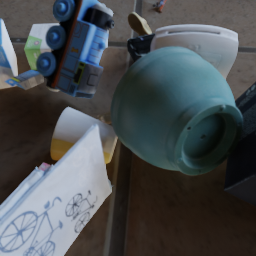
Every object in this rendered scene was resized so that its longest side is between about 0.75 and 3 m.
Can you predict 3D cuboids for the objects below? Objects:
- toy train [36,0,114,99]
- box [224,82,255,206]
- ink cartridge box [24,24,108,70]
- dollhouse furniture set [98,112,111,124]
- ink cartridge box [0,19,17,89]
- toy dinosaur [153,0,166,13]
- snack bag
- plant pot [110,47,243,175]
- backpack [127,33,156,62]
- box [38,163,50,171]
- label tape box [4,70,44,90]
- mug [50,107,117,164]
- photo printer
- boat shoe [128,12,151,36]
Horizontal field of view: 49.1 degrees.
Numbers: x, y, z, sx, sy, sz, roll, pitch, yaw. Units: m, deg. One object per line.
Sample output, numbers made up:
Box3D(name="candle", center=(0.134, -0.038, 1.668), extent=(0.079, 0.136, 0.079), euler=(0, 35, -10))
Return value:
Box3D(name="toy train", center=(-1.364, -2.218, 7.638), extent=(1.621, 2.838, 1.230), euler=(25, 11, 18))
Box3D(name="box", center=(3.641, 0.481, 5.821), extent=(2.616, 1.562, 2.660), euler=(27, 53, -6))
Box3D(name="ink cartridge box", center=(-1.904, -2.706, 9.246), extent=(2.540, 0.855, 1.488), euler=(-1, 51, 0))
Box3D(name="dollhouse furniture set", center=(-0.141, -0.088, 7.048), extent=(1.585, 1.352, 0.774), euler=(-19, 96, -12))
Box3D(name="ink cartridge box", center=(-4.698, -2.035, 8.302), extent=(2.348, 1.509, 1.471), euler=(-12, 52, -10))
Box3D(name="toy dinosaur", center=(1.353, -5.120, 11.607), extent=(0.738, 0.427, 0.813), euler=(-27, 97, -38))
Box3D(name="snack bag", center=(-1.209, 1.430, 4.953), extent=(0.282, 2.487, 2.638), euler=(25, 55, 24))
Box3D(name="plant pot", center=(1.175, -0.142, 5.834), extent=(2.636, 2.636, 1.766), euler=(-21, 37, -16))
Box3D(name="backpack", center=(0.677, -2.499, 9.057), extent=(1.205, 0.907, 1.070), euler=(-20, 54, -7))
Box3D(name="box", center=(-1.844, 1.800, 5.643), extent=(0.898, 0.973, 1.896), euler=(23, 56, 17))
Box3D(name="label tape box", center=(-3.048, -1.362, 8.224), extent=(0.924, 0.306, 0.662), euler=(-35, 39, -29))
Box3D(name="mug", center=(-1.020, 0.446, 6.770), extent=(1.326, 1.615, 1.293), euler=(16, 20, 1))
Box3D(name="photo printer", center=(1.581, -1.637, 7.319), extent=(2.072, 2.490, 0.865), euler=(3, 65, 4))
Box3D(name="boat shoe", center=(0.418, -3.518, 9.565), extent=(0.455, 1.261, 0.410), euler=(-8, 60, 36))
